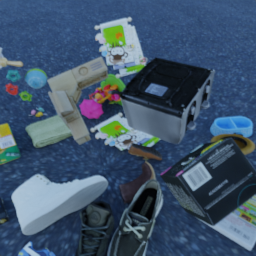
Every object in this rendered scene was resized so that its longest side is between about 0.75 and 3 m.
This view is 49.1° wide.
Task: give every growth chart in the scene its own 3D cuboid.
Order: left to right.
[{"bbox_3d":[-0.254,-3.051,10.709,1.657,2.289,0.203,-21,1,4],"label":"growth chart"},{"bbox_3d":[-0.077,0.257,11.885,2.760,0.245,1.997,27,48,30],"label":"growth chart"}]

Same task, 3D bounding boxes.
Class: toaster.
[{"bbox_3d":[0.948,-0.803,7.371,2.120,1.258,1.917,20,53,28],"label":"toaster"}]

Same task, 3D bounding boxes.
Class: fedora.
[{"bbox_3d":[3.960,0.825,10.732,1.679,0.685,1.679,-1,26,1],"label":"fedora"}]

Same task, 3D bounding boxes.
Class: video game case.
[{"bbox_3d":[3.290,2.603,9.035,2.081,0.238,1.894,27,47,30],"label":"video game case"}]

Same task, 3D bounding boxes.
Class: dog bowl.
[{"bbox_3d":[4.487,-0.049,12.074,1.821,0.451,1.015,-4,39,-6],"label":"dog bowl"}]

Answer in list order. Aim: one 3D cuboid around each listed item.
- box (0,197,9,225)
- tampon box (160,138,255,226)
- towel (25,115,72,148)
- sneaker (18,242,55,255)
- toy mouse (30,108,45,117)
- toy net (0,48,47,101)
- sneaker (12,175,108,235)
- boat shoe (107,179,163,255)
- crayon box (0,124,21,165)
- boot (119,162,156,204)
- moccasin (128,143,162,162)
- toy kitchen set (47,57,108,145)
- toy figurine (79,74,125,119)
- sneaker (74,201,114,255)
[{"bbox_3d":[-4.431,2.779,8.789,1.122,0.258,0.892,-22,44,-24],"label":"box"},{"bbox_3d":[1.913,1.254,6.889,1.546,2.063,1.303,-34,86,-8],"label":"tampon box"},{"bbox_3d":[-3.221,0.042,12.018,2.056,0.375,1.525,-22,43,-24],"label":"towel"},{"bbox_3d":[-1.694,2.916,5.971,1.394,0.515,0.573,25,51,-4],"label":"sneaker"},{"bbox_3d":[-4.272,-0.783,13.186,0.826,0.160,0.734,-12,41,-14],"label":"toy mouse"},{"bbox_3d":[-4.384,-2.108,10.354,1.402,2.672,0.516,-34,42,21],"label":"toy net"},{"bbox_3d":[-2.271,1.967,9.140,2.934,1.081,1.695,-24,48,-24],"label":"sneaker"},{"bbox_3d":[0.186,2.799,7.995,1.049,0.945,2.967,16,53,16],"label":"boat shoe"},{"bbox_3d":[-5.649,0.870,10.716,2.549,0.743,1.514,-20,44,-23],"label":"crayon box"},{"bbox_3d":[0.306,1.858,9.671,1.274,0.554,1.532,-7,43,-11],"label":"boot"},{"bbox_3d":[0.660,1.006,10.749,1.332,0.514,0.487,14,28,-14],"label":"moccasin"},{"bbox_3d":[-1.366,-1.029,9.303,2.097,1.896,2.324,-25,78,-6],"label":"toy kitchen set"},{"bbox_3d":[-1.398,-1.284,13.012,2.060,1.680,2.238,-36,29,-24],"label":"toy figurine"},{"bbox_3d":[-1.015,3.079,7.481,1.012,1.516,2.647,7,42,12],"label":"sneaker"}]
